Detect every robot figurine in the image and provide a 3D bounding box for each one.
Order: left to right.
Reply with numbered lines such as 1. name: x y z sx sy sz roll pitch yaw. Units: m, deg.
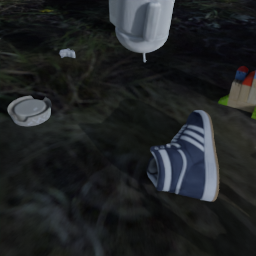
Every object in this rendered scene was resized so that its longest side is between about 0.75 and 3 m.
1. robot figurine: 0.422 -3.108 7.342 1.457 2.581 2.189 0 41 -7

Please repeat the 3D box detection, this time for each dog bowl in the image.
1. dog bowl: -2.987 -0.521 8.605 1.280 0.375 1.280 0 38 0

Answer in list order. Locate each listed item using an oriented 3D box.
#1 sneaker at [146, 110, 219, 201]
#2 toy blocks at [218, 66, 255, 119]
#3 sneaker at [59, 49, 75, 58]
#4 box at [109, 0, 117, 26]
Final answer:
1. sneaker: 1.247 0.459 6.830 1.510 0.976 2.784 5 40 3
2. toy blocks: 4.095 -1.213 8.535 2.271 1.552 1.135 21 42 26
3. sneaker: -2.651 -3.204 12.183 0.501 0.327 0.871 -22 37 -26
4. box: 0.532 -6.660 14.903 2.723 2.344 2.737 -9 34 -12
